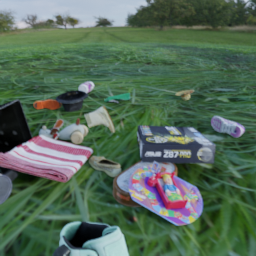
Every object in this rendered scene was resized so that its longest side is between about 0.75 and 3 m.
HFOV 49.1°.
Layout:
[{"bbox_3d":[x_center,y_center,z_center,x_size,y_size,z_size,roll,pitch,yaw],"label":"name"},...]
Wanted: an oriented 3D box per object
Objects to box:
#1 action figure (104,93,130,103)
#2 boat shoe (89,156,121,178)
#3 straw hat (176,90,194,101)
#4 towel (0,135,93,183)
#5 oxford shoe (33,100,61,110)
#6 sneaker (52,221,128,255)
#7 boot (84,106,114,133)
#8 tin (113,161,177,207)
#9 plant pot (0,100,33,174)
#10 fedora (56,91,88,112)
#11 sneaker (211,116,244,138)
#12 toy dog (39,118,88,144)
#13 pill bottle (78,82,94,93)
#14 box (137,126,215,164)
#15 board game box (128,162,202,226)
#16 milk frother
[{"bbox_3d":[-0.626,-1.659,16.019,1.504,0.411,0.889,-6,24,3],"label":"action figure"},{"bbox_3d":[-0.747,1.168,9.161,1.391,0.436,0.510,18,28,36],"label":"boat shoe"},{"bbox_3d":[3.363,-1.856,16.398,1.077,0.456,1.077,-14,19,5],"label":"straw hat"},{"bbox_3d":[-2.444,0.852,8.946,2.122,0.335,2.947,14,12,4],"label":"towel"},{"bbox_3d":[-4.265,-1.303,15.037,1.490,0.531,0.543,2,18,5],"label":"oxford shoe"},{"bbox_3d":[0.013,2.529,4.147,3.004,1.772,1.105,15,26,30],"label":"sneaker"},{"bbox_3d":[-0.916,-0.158,9.134,0.768,0.993,0.358,-24,29,1],"label":"boot"},{"bbox_3d":[0.553,1.527,8.330,1.315,0.492,2.349,21,30,33],"label":"tin"},{"bbox_3d":[-4.658,0.328,9.462,1.761,1.985,1.980,-5,21,16],"label":"plant pot"},{"bbox_3d":[-2.898,-1.341,14.712,1.767,0.807,1.767,-2,26,1],"label":"fedora"},{"bbox_3d":[4.304,-0.059,12.019,0.679,0.618,1.536,-10,28,-38],"label":"sneaker"},{"bbox_3d":[-2.571,0.053,11.188,1.947,0.938,1.284,-7,24,-16],"label":"toy dog"},{"bbox_3d":[-2.645,-2.588,17.946,0.637,0.637,1.135,7,24,17],"label":"pill bottle"},{"bbox_3d":[1.489,0.516,9.762,2.257,0.688,2.800,4,12,-1],"label":"box"},{"bbox_3d":[1.041,1.587,7.394,2.065,0.402,1.632,27,34,15],"label":"board game box"},{"bbox_3d":[-3.987,1.131,7.640,1.424,1.514,1.367,16,57,34],"label":"milk frother"}]
